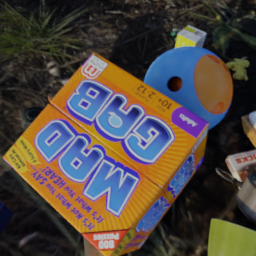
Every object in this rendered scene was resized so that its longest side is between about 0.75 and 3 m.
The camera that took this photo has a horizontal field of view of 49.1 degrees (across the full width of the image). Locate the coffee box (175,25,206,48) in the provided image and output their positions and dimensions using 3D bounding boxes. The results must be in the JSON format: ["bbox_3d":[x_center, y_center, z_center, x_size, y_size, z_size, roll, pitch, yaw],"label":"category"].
[{"bbox_3d":[2.404,-3.334,10.941,0.827,0.826,0.818,34,59,21],"label":"coffee box"}]

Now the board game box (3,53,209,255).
[{"bbox_3d":[-0.232,0.713,6.417,2.857,2.854,2.855,35,81,22],"label":"board game box"}]

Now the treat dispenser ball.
[{"bbox_3d":[1.727,-1.074,8.297,2.595,2.595,2.595,0,55,0],"label":"treat dispenser ball"}]

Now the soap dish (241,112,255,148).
[{"bbox_3d":[4.418,0.345,7.962,1.611,0.831,2.047,-15,54,-10],"label":"soap dish"}]

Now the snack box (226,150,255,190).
[{"bbox_3d":[4.418,1.029,8.172,2.884,0.351,1.037,-11,56,-8],"label":"snack box"}]

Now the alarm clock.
[{"bbox_3d":[3.356,1.805,6.785,2.806,0.934,1.892,35,20,26],"label":"alarm clock"}]

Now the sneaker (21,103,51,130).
[{"bbox_3d":[-2.580,-0.373,8.951,1.790,0.812,0.680,-13,69,-36],"label":"sneaker"}]

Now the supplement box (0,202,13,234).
[{"bbox_3d":[-3.849,2.158,7.120,1.425,0.776,0.780,17,56,12],"label":"supplement box"}]

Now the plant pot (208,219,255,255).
[{"bbox_3d":[2.383,3.066,6.234,1.476,1.476,1.578,18,73,12],"label":"plant pot"}]

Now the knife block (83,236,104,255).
[{"bbox_3d":[-0.811,3.177,6.521,1.540,0.493,1.352,33,58,15],"label":"knife block"}]

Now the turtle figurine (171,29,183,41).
[{"bbox_3d":[2.096,-3.864,11.447,0.590,0.396,0.787,44,53,6],"label":"turtle figurine"}]

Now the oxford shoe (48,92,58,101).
[{"bbox_3d":[-1.911,-1.040,9.471,1.689,0.613,0.601,8,55,6],"label":"oxford shoe"}]

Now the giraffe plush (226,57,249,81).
[{"bbox_3d":[4.074,-2.078,10.213,0.781,0.905,0.734,-3,84,-4],"label":"giraffe plush"}]

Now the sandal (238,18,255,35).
[{"bbox_3d":[5.859,-4.129,11.670,2.524,0.569,0.948,30,60,20],"label":"sandal"}]
